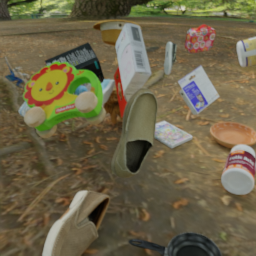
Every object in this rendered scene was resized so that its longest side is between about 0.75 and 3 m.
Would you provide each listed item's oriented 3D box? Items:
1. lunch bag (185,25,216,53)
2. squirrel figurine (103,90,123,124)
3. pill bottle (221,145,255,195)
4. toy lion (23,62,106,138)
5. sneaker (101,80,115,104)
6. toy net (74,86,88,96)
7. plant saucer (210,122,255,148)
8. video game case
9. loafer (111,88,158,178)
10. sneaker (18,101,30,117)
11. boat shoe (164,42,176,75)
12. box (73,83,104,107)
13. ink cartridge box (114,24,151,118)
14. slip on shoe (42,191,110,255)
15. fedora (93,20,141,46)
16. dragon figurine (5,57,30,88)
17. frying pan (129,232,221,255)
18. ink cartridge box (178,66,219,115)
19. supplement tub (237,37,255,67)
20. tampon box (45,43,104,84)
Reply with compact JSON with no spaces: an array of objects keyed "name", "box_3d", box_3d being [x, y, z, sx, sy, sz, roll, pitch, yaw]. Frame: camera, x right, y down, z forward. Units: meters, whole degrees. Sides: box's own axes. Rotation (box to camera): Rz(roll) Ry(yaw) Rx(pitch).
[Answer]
[{"name":"lunch bag","box_3d":[2.970,-3.684,11.492,1.212,1.067,0.497,-13,43,-19]},{"name":"squirrel figurine","box_3d":[-0.668,-1.118,13.425,1.670,1.789,1.266,15,36,7]},{"name":"pill bottle","box_3d":[3.896,1.385,9.737,1.018,1.018,1.784,13,32,22]},{"name":"toy lion","box_3d":[-1.842,-0.983,7.753,2.349,0.807,2.252,-14,56,14]},{"name":"sneaker","box_3d":[-1.000,-1.416,10.935,0.558,0.504,1.363,12,44,16]},{"name":"toy net","box_3d":[-2.335,-1.514,10.566,0.351,1.817,0.953,2,63,57]},{"name":"plant saucer","box_3d":[4.588,0.348,12.263,1.981,0.371,1.981,0,30,0]},{"name":"video game case","box_3d":[1.781,0.263,12.625,1.296,0.163,1.810,-20,35,-31]},{"name":"loafer","box_3d":[0.285,0.154,6.812,0.877,2.305,0.777,15,-3,-28]},{"name":"sneaker","box_3d":[-3.755,-0.931,10.890,0.584,1.347,0.505,41,24,31]},{"name":"boat shoe","box_3d":[1.592,-2.533,10.277,0.381,1.195,0.423,6,-1,-19]},{"name":"box","box_3d":[-1.987,-1.443,11.555,2.235,1.230,0.388,19,5,-30]},{"name":"ink cartridge box","box_3d":[-0.191,-2.157,11.129,0.848,2.973,2.416,6,58,-27]},{"name":"slip on shoe","box_3d":[-1.255,2.730,7.308,0.900,1.130,2.972,-3,21,14]},{"name":"fedora","box_3d":[-0.488,-4.179,12.524,2.183,0.890,2.183,1,7,0]},{"name":"dragon figurine","box_3d":[-4.369,-2.042,10.769,0.808,1.624,0.478,3,68,28]},{"name":"frying pan","box_3d":[1.225,3.294,7.032,2.247,0.366,1.359,-6,29,-7]},{"name":"ink cartridge box","box_3d":[2.720,-1.485,11.005,1.463,1.477,0.320,-35,7,-26]},{"name":"supplement tub","box_3d":[4.365,-2.611,9.401,1.218,0.886,0.886,-12,26,17]},{"name":"tampon box","box_3d":[-2.330,-2.472,12.543,2.122,1.591,1.340,-24,58,-7]}]
